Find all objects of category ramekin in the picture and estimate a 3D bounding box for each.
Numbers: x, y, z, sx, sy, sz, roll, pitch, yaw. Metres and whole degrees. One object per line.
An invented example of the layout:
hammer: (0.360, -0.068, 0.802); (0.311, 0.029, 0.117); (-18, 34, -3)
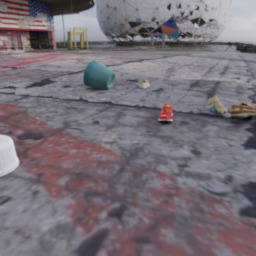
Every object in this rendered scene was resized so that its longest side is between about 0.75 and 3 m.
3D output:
ramekin: (-3.450, 0.675, 6.856); (1.383, 0.674, 1.383); (0, 19, 0)

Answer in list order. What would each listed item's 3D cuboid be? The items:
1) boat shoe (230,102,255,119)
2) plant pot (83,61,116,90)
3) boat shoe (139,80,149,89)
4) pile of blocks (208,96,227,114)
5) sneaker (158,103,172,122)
boat shoe: (4.468, -0.692, 10.606); (1.622, 0.599, 0.614); (-8, -1, -37)
plant pot: (-1.576, -2.943, 16.294); (1.457, 1.551, 1.551); (22, 25, 15)
boat shoe: (0.990, -2.685, 16.916); (0.476, 0.447, 1.292); (5, 20, 15)
pile of blocks: (3.741, -0.818, 11.734); (0.449, 0.593, 1.445); (40, 22, -17)
sneaker: (1.436, -0.613, 10.689); (0.542, 0.598, 1.408); (3, 19, 8)
